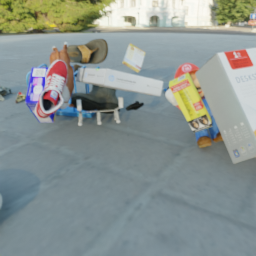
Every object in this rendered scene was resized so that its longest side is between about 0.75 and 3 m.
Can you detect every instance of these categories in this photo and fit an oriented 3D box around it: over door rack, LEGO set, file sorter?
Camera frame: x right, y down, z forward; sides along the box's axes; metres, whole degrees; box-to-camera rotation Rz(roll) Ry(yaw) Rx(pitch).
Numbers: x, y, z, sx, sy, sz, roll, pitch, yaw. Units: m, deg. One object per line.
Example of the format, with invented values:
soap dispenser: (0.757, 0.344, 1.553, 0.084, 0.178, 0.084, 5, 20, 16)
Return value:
over door rack: (-1.036, -0.491, 9.953, 1.524, 0.687, 2.063, -4, -9, -8)
LEGO set: (-6.112, -1.827, 13.628, 2.711, 0.768, 1.761, 1, 23, 2)
file sorter: (-2.614, -1.676, 11.940, 2.747, 1.685, 1.906, 6, 31, 12)

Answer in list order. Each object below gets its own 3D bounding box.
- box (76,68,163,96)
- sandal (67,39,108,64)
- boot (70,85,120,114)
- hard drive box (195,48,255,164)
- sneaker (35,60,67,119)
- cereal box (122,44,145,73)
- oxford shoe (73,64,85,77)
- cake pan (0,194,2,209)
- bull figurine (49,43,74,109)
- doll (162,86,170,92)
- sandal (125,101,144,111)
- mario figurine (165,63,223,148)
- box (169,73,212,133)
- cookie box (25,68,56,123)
box: (-0.385, -1.524, 9.193, 1.961, 0.518, 2.515, 7, 9, -29)
sandal: (-1.648, -2.743, 10.218, 2.152, 0.879, 0.587, 8, 24, 31)
boot: (-1.292, -1.489, 10.894, 0.848, 1.636, 2.505, -14, -13, 35)
hard drive box: (3.353, -0.672, 7.503, 2.116, 2.714, 1.042, -14, -14, -24)
sneaker: (-2.169, -1.189, 8.242, 0.680, 1.909, 1.074, 20, -10, -22)
cereal box: (0.248, -2.953, 11.834, 0.791, 0.217, 1.100, 28, 58, -18)
oxford shoe: (-2.030, -2.594, 13.290, 0.559, 0.649, 1.538, -12, -18, 25)
cake pan: (-3.644, 1.860, 5.674, 2.079, 0.381, 2.079, 0, 23, 0)
bull figurine: (-2.262, -1.777, 9.712, 0.750, 2.302, 1.397, -2, 41, -10)
doll: (2.232, -1.965, 14.489, 0.922, 0.327, 1.351, 14, 32, 11)
sandal: (0.243, -0.830, 10.069, 0.410, 0.261, 1.091, -36, -12, 26)
mario figurine: (2.240, -0.787, 8.667, 1.650, 2.674, 1.417, -15, -9, -46)
box: (1.833, -0.700, 8.158, 0.636, 1.690, 0.423, -22, 22, 23)
cookie box: (-2.886, -1.073, 9.581, 0.592, 1.577, 1.349, 2, 68, 0)
